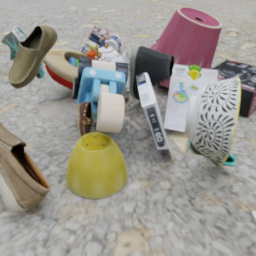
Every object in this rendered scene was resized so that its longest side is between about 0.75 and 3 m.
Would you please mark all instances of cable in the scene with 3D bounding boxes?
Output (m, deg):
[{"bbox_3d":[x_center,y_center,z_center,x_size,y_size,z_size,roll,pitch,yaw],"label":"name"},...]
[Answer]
[{"bbox_3d":[-0.240,-1.807,9.964,0.491,1.418,1.418,3,52,23],"label":"cable"}]

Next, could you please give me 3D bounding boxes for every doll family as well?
[{"bbox_3d":[-1.203,-3.202,10.814,0.866,1.395,0.629,29,6,-21],"label":"doll family"}]

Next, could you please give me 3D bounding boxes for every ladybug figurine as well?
[{"bbox_3d":[-1.877,-2.075,10.590,2.833,1.019,1.923,15,37,-24],"label":"ladybug figurine"}]

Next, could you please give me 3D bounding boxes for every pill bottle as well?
[{"bbox_3d":[-0.827,-4.532,15.184,0.850,0.850,1.530,5,33,8],"label":"pill bottle"}]

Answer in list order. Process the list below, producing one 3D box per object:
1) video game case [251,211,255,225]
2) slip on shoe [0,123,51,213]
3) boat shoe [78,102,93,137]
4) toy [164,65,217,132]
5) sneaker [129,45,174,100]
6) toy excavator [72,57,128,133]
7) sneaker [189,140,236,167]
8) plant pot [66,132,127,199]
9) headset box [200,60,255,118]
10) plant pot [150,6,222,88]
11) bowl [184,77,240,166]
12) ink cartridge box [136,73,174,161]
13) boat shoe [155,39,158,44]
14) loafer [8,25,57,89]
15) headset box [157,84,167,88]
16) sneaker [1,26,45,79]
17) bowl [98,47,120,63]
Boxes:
[{"bbox_3d":[3.200,2.018,5.604,1.175,0.106,0.841,-1,33,0],"label":"video game case"},{"bbox_3d":[-2.589,0.445,5.986,0.817,2.696,1.025,-31,-11,9],"label":"slip on shoe"},{"bbox_3d":[-1.051,-0.199,7.020,0.338,0.961,0.338,-11,-11,23],"label":"boat shoe"},{"bbox_3d":[2.062,-0.867,9.181,1.554,0.637,2.700,10,61,5],"label":"toy"},{"bbox_3d":[0.770,-1.556,9.153,1.280,2.409,0.901,17,65,13],"label":"sneaker"},{"bbox_3d":[-0.675,-0.695,7.523,1.450,2.822,2.902,5,59,-15],"label":"toy excavator"},{"bbox_3d":[2.051,0.528,6.677,1.551,0.602,0.707,30,-14,-38],"label":"sneaker"},{"bbox_3d":[-0.752,0.753,6.665,1.510,1.072,1.510,2,32,-1],"label":"plant pot"},{"bbox_3d":[3.905,-1.498,10.242,2.003,1.040,2.692,24,40,32],"label":"headset box"},{"bbox_3d":[2.272,-3.130,10.863,2.754,2.465,2.754,12,40,-10],"label":"plant pot"},{"bbox_3d":[1.549,-0.180,5.458,0.808,1.721,1.721,10,34,11],"label":"bowl"},{"bbox_3d":[0.702,-0.296,7.638,0.405,1.867,1.849,-18,32,7],"label":"ink cartridge box"},{"bbox_3d":[1.857,-4.333,15.120,0.637,0.574,1.801,-10,34,-15],"label":"boat shoe"},{"bbox_3d":[-2.336,-1.709,6.540,0.640,1.685,0.568,32,1,20],"label":"loafer"},{"bbox_3d":[1.968,-2.272,11.679,1.890,0.730,1.407,0,32,5],"label":"headset box"},{"bbox_3d":[-2.682,-1.826,7.170,0.641,1.405,0.545,-30,7,2],"label":"sneaker"},{"bbox_3d":[-1.132,-3.279,13.159,1.957,0.918,1.957,-1,33,0],"label":"bowl"}]
